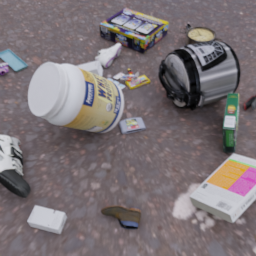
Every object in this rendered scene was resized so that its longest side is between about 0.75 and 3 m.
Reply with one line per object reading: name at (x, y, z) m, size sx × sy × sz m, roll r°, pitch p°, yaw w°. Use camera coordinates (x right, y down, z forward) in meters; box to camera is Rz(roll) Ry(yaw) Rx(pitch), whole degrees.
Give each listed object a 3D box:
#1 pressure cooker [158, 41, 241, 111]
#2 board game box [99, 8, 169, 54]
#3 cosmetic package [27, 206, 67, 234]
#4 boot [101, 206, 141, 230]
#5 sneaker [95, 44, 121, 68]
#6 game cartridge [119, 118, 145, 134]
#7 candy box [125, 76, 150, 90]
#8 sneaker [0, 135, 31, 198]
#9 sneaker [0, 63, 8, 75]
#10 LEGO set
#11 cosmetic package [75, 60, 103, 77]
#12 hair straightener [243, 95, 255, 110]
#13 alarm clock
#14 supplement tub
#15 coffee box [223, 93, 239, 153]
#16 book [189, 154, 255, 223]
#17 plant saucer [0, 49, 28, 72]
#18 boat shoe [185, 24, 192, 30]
pressure cooker at (2.378, -1.806, 9.987) m, size 2.500 × 2.233 × 2.199 m, roll -15°, pitch 8°, yaw -13°
board game box at (0.286, -4.774, 13.592) m, size 2.610 × 0.740 × 2.158 m, roll 28°, pitch 52°, yaw 23°
cosmetic package at (-2.133, 2.427, 7.405) m, size 0.873 × 0.354 × 0.492 m, roll 10°, pitch 51°, yaw 8°
boot at (-0.197, 2.382, 7.418) m, size 1.089 × 0.407 × 0.528 m, roll 2°, pitch 46°, yaw -1°
sneaker at (-0.849, -3.318, 12.310) m, size 0.788 × 0.592 × 1.582 m, roll 28°, pitch 53°, yaw 9°
game cartridge at (0.128, -0.094, 9.798) m, size 0.850 × 0.174 × 0.566 m, roll -12°, pitch 46°, yaw -10°
candy box at (0.388, -1.853, 11.389) m, size 0.912 × 0.120 × 0.466 m, roll -22°, pitch 49°, yaw -19°
sneaker at (-3.610, 0.874, 8.316) m, size 2.863 × 1.061 × 1.267 m, roll 34°, pitch 59°, yaw 26°
sneaker at (-5.422, -2.387, 11.695) m, size 0.994 × 0.439 × 0.400 m, roll -12°, pitch 13°, yaw 14°
LEGO set at (-0.267, -2.030, 11.279) m, size 1.412 × 0.347 × 1.055 m, roll -34°, pitch 44°, yaw -26°
cosmetic package at (-1.716, -2.151, 11.109) m, size 1.319 × 0.535 × 0.745 m, roll -14°, pitch 39°, yaw 12°
hair straightener at (5.024, -1.100, 10.507) m, size 1.672 × 0.342 × 0.643 m, roll -30°, pitch 23°, yaw -33°
alarm clock at (3.215, -4.236, 13.153) m, size 1.351 × 0.667 × 2.004 m, roll -35°, pitch 59°, yaw -27°
supplement tub at (-1.550, -0.881, 8.659) m, size 2.532 × 1.828 × 1.828 m, roll 13°, pitch 30°, yaw -50°
coffee box at (3.374, -0.195, 9.163) m, size 0.393 × 1.098 × 1.786 m, roll 3°, pitch 43°, yaw 23°
book at (2.876, 1.575, 7.643) m, size 2.060 × 0.495 × 1.376 m, roll -33°, pitch 22°, yaw -24°
plant saucer at (-5.109, -2.966, 12.364) m, size 0.601 × 0.163 × 1.719 m, roll -35°, pitch 56°, yaw -27°
boat shoe at (3.106, -4.957, 14.068) m, size 0.297 × 0.256 × 0.817 m, roll -10°, pitch 49°, yaw -9°
